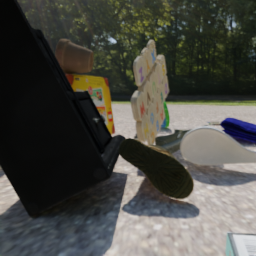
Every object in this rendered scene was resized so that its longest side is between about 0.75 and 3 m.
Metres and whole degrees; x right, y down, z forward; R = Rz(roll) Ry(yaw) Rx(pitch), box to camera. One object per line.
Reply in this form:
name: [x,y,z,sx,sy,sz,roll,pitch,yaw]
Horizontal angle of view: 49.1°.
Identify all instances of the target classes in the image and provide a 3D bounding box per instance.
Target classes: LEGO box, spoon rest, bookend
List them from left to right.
bookend: [-1.356,-0.465,5.075,1.332,2.873,2.891,-27,4,7]
LEGO box: [-1.581,-0.595,9.378,1.104,2.130,2.860,-6,4,21]
spoon rest: [2.257,0.445,6.328,2.146,1.066,0.651,1,34,1]

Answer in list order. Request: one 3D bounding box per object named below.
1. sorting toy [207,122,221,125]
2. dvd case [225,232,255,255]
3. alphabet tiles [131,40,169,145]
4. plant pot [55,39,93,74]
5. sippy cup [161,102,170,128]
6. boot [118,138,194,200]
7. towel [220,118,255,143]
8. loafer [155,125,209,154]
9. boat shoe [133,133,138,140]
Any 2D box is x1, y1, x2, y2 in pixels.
sorting toy: [4.596,-0.214,14.704,0.896,0.122,0.505,1,12,6]
dvd case: [2.223,1.383,1.758,2.830,0.311,2.066,3,8,11]
alphabet tiles: [0.756,-1.000,8.546,0.217,2.910,2.975,4,38,22]
plant pot: [-1.597,-2.070,8.534,0.978,1.121,1.121,9,8,3]
sippy cup: [1.203,-0.557,13.373,1.256,1.714,1.346,-12,51,-6]
boot: [0.720,0.716,5.356,1.512,0.571,1.726,39,6,23]
towel: [4.259,0.103,10.287,1.650,0.553,2.234,20,13,21]
loafer: [1.423,0.212,7.323,1.638,0.570,0.616,-18,-31,-7]
boat shoe: [0.448,0.244,10.434,0.374,0.306,1.014,3,8,21]
